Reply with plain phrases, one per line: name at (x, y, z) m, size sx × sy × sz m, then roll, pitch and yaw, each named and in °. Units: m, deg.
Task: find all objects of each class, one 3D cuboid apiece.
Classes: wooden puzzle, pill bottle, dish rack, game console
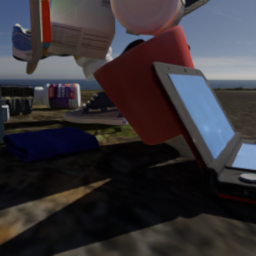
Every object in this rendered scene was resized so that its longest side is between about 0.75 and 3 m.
wooden puzzle at (-2.221, -2.813, 6.962) m, size 0.524 × 2.814 × 2.603 m, roll 2°, pitch 5°, yaw -21°
pill bottle at (-3.853, -1.738, 15.317) m, size 2.332 × 1.299 × 1.299 m, roll -2°, pitch 9°, yaw -6°
pill bottle at (-1.646, -3.493, 11.554) m, size 1.593 × 2.788 × 1.593 m, roll -24°, pitch -1°, yaw -1°
dish rack at (-4.722, -1.170, 10.938) m, size 2.116 × 0.753 × 2.759 m, roll -5°, pitch -16°, yaw -24°
pill bottle at (0.703, -3.473, 7.876) m, size 1.719 × 1.719 × 2.954 m, roll 2°, pitch 17°, yaw 14°
game console at (1.961, -0.130, 4.359) m, size 2.486 × 1.712 × 2.884 m, roll 5°, pitch 11°, yaw 27°

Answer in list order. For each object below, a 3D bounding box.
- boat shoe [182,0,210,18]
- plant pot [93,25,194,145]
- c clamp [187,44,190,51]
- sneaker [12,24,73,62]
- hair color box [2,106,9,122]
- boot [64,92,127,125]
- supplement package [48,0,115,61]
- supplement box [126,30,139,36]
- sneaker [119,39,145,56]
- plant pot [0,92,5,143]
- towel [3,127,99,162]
boat shoe at (1.894, -4.273, 9.745) m, size 2.183 × 0.679 × 0.814 m, roll -32°, pitch 8°, yaw -7°
plant pot at (0.615, -0.849, 6.361) m, size 2.267 × 2.006 × 2.267 m, roll -27°, pitch 9°, yaw 5°
c clamp at (1.920, -3.105, 10.712) m, size 0.844 × 0.134 × 0.987 m, roll 31°, pitch -29°, yaw -14°
sneaker at (-2.526, -3.103, 9.666) m, size 2.941 × 1.133 × 1.113 m, roll -21°, pitch 40°, yaw -29°
hair color box at (-5.337, -0.504, 10.235) m, size 1.761 × 0.534 × 0.872 m, roll -3°, pitch 9°, yaw -21°
boot at (-1.156, -0.743, 9.886) m, size 2.464 × 1.113 × 0.896 m, roll 3°, pitch 10°, yaw 19°
supplement package at (-1.415, -3.448, 8.420) m, size 1.794 × 2.303 × 1.277 m, roll 5°, pitch -25°, yaw -19°
supplement box at (0.327, -3.870, 9.971) m, size 0.557 × 0.829 × 0.829 m, roll 1°, pitch -9°, yaw -29°
sneaker at (0.094, -2.118, 8.588) m, size 0.507 × 1.214 × 0.733 m, roll 46°, pitch -1°, yaw 12°
plant pot at (-4.311, -0.607, 5.893) m, size 2.178 × 2.172 × 2.218 m, roll 14°, pitch 22°, yaw 30°
towel at (-1.558, 0.340, 5.761) m, size 1.612 × 0.399 × 1.190 m, roll -9°, pitch 19°, yaw -43°
